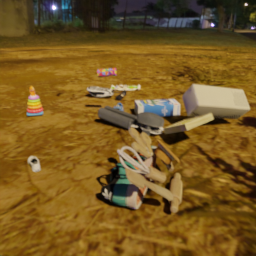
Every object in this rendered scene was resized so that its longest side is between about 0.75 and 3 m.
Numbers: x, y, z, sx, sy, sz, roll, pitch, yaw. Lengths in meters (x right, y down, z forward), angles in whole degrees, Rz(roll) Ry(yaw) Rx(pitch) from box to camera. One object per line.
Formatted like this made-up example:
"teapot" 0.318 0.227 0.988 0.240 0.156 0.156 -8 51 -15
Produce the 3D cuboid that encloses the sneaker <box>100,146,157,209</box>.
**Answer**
"sneaker" 0.118 1.152 7.677 1.051 0.939 2.632 9 23 17

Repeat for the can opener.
"can opener" 0.125 -0.478 11.605 2.998 1.002 0.800 21 27 25

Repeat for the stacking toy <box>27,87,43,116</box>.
"stacking toy" -4.481 -1.290 13.292 0.756 1.377 0.799 -6 22 -15

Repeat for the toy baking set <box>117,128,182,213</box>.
"toy baking set" 0.587 1.062 6.940 0.325 2.141 2.790 -41 9 21

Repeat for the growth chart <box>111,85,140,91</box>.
"growth chart" -0.170 -2.650 18.434 2.054 0.182 1.486 -1 20 -5

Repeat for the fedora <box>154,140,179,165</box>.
"fedora" 0.946 0.685 7.304 0.357 0.874 0.874 -45 27 2

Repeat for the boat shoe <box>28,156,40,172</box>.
"boat shoe" -2.944 1.054 8.798 0.335 0.298 0.911 -13 25 -30

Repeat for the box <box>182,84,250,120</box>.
"box" 3.589 -1.026 11.442 2.572 0.879 1.057 3 61 -21

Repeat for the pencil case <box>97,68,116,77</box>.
"pencil case" -0.944 -2.431 12.356 0.886 0.392 0.392 -1 21 13

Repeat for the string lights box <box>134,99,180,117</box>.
"string lights box" 1.374 -0.944 13.465 2.020 0.595 1.038 -3 22 -8

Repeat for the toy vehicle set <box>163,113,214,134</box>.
"toy vehicle set" 2.130 -0.129 10.160 1.118 0.239 1.800 -21 1 -17

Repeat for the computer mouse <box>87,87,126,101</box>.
"computer mouse" -1.285 -1.987 16.357 2.292 0.503 1.257 9 27 7

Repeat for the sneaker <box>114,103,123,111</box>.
"sneaker" -0.538 -0.761 13.099 0.490 0.545 1.326 6 24 9
